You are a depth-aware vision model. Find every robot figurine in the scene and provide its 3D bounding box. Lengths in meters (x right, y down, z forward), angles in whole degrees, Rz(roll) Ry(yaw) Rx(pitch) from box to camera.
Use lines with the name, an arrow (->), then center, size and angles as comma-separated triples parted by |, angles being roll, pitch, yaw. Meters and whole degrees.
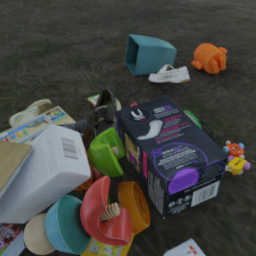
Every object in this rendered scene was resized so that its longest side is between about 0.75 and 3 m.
robot figurine -> 3.813, -3.260, 13.082 | 1.102, 1.359, 1.890 | 17, 28, -31

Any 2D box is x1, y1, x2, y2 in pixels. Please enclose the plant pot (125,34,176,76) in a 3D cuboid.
plant pot -> 1.092, -3.401, 13.045 | 2.033, 1.437, 1.436 | -5, 38, -19

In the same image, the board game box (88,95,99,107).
board game box -> -1.074, -0.968, 10.927 | 0.574, 0.180, 1.201 | -22, 40, -27

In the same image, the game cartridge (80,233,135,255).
game cartridge -> -0.428, 2.608, 6.335 | 0.919, 0.169, 1.042 | 14, 40, 16

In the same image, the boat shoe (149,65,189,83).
boat shoe -> 1.645, -2.229, 11.451 | 0.716, 0.700, 2.021 | -20, 20, -38

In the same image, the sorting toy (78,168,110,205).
sorting toy -> -0.985, 1.676, 6.774 | 0.640, 0.937, 1.559 | 10, 31, -28

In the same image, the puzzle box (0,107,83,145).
puzzle box -> -2.534, 0.253, 7.724 | 2.187, 0.278, 1.455 | -30, 46, -25

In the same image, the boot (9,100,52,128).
boot -> -3.137, -0.262, 9.608 | 1.590, 0.573, 1.229 | -34, 49, -21

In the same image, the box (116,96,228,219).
box -> 0.893, 0.565, 6.696 | 1.546, 1.341, 2.529 | -17, 43, -16

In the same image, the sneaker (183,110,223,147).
sneaker -> 2.108, 0.122, 8.969 | 0.861, 0.788, 2.020 | -45, 31, 14

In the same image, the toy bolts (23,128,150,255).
toy bolts -> -0.862, 1.663, 5.864 | 1.877, 2.585, 2.707 | -21, 18, 12

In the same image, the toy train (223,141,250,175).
toy train -> 2.753, 1.007, 8.196 | 1.748, 0.486, 1.313 | -12, 29, -12

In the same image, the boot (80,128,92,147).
boot -> -2.691, 0.636, 8.190 | 2.121, 1.019, 2.901 | 18, 42, 21

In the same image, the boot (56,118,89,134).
boot -> -1.391, 0.147, 6.501 | 0.777, 0.412, 1.181 | -15, -5, -34

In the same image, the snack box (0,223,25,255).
snack box -> -3.986, 2.431, 5.524 | 2.848, 0.964, 2.402 | 27, 44, 14

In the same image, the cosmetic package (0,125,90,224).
cosmetic package -> -1.802, 0.978, 5.545 | 0.776, 2.095, 1.065 | 24, 38, -48

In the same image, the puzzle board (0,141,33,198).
puzzle board -> -2.944, 1.248, 5.147 | 1.808, 0.209, 2.399 | 4, 54, 35

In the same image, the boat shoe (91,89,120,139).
boat shoe -> -0.776, -0.301, 8.937 | 0.985, 0.872, 2.690 | -20, 35, 12

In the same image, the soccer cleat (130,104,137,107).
soccer cleat -> 0.364, -0.020, 9.109 | 0.682, 0.732, 1.999 | -18, 37, 5

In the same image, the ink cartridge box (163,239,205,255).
ink cartridge box -> 0.970, 3.144, 5.472 | 1.694, 0.425, 1.374 | -16, 40, -22
